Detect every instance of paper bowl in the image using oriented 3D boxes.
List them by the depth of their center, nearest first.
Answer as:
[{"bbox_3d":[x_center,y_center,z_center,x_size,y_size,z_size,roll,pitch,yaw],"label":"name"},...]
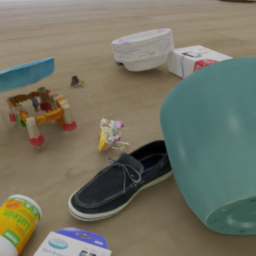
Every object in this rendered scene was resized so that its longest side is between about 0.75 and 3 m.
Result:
[{"bbox_3d":[0.685,-3.357,12.197,2.622,1.364,2.622,-12,23,5],"label":"paper bowl"}]

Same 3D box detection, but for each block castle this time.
[{"bbox_3d":[-2.456,-0.315,7.901,1.371,0.963,2.052,-25,37,-28],"label":"block castle"}]

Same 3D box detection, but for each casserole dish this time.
[{"bbox_3d":[-3.017,-1.486,7.900,1.665,0.533,2.748,-12,18,8],"label":"casserole dish"}]

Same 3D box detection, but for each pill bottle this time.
[{"bbox_3d":[-2.027,1.789,4.603,0.702,0.702,1.265,7,32,11],"label":"pill bottle"}]

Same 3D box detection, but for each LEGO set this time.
[{"bbox_3d":[-0.359,0.238,7.264,0.682,0.843,1.834,12,1,-11],"label":"LEGO set"}]

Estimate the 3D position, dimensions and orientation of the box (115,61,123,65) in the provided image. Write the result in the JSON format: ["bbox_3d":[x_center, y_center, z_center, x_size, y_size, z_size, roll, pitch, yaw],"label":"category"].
[{"bbox_3d":[-0.161,-3.178,13.406,0.803,0.145,0.574,-12,33,-16],"label":"box"}]

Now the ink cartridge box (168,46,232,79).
[{"bbox_3d":[2.985,-2.600,11.628,1.706,0.990,2.312,-15,35,-23],"label":"ink cartridge box"}]

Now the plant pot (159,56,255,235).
[{"bbox_3d":[2.024,0.525,4.931,2.744,2.744,2.202,-1,51,-1],"label":"plant pot"}]

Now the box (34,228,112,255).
[{"bbox_3d":[-1.020,2.326,4.042,1.140,0.397,1.915,11,30,17],"label":"box"}]

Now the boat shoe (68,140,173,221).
[{"bbox_3d":[-0.054,0.978,5.842,2.682,0.835,1.000,-23,40,-31],"label":"boat shoe"}]

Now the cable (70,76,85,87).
[{"bbox_3d":[-2.110,-1.831,11.209,0.539,0.279,1.109,-30,27,-14],"label":"cable"}]
